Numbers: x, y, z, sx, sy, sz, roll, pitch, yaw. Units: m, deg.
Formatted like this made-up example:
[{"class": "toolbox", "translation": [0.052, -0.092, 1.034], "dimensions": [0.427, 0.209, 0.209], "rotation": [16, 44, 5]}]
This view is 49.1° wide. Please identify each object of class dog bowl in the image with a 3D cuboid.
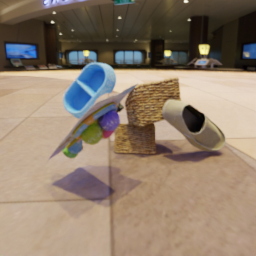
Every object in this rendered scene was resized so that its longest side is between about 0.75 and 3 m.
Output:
[{"class": "dog bowl", "translation": [-1.080, -1.008, 7.496], "dimensions": [0.951, 1.706, 0.423], "rotation": [44, 11, 17]}]

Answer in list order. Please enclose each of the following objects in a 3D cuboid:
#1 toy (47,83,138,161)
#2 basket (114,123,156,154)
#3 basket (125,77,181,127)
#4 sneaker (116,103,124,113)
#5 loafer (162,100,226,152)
[{"class": "toy", "translation": [-0.822, 0.074, 7.070], "dimensions": [2.773, 0.655, 1.597], "rotation": [-38, -2, 42]}, {"class": "basket", "translation": [0.247, 0.495, 10.409], "dimensions": [1.532, 1.141, 1.093], "rotation": [0, -16, 1]}, {"class": "basket", "translation": [0.810, -0.962, 9.793], "dimensions": [1.865, 1.390, 1.331], "rotation": [-16, 14, -21]}, {"class": "sneaker", "translation": [-0.692, -1.033, 12.393], "dimensions": [0.765, 0.511, 1.336], "rotation": [46, 17, 7]}, {"class": "loafer", "translation": [2.295, 0.019, 9.223], "dimensions": [2.679, 1.014, 0.915], "rotation": [31, -7, -21]}]
